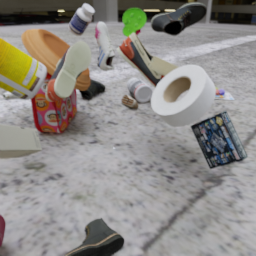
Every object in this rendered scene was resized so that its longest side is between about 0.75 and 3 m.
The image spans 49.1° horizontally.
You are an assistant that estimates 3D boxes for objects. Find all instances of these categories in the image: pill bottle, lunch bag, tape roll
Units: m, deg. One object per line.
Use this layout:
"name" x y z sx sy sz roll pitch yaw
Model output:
"pill bottle" 0.544 -1.976 14.368 0.940 0.940 1.622 -8 27 -16
"pill bottle" -1.574 -3.658 9.493 0.556 1.001 0.556 26 42 -26
"pill bottle" -3.495 -1.761 7.745 2.208 1.206 1.206 31 8 -35
"lunch bag" -2.939 -1.418 11.425 1.200 2.581 2.930 2 27 5
"tape roll" 1.128 -0.681 5.876 1.314 0.459 1.314 -28 41 28

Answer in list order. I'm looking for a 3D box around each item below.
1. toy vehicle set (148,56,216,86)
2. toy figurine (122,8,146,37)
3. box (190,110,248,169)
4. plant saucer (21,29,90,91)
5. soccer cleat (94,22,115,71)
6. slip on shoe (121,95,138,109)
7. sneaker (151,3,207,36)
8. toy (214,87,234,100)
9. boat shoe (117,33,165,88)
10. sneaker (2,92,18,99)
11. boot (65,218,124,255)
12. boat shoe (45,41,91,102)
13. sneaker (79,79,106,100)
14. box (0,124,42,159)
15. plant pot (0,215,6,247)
"toy vehicle set" 1.676 -1.445 8.077 1.644 0.351 2.646 29 15 13
"toy figurine" 0.195 -3.917 11.132 0.907 1.209 1.112 22 -6 4
"box" 1.825 0.265 5.704 0.235 1.023 0.813 -19 -7 -41
"plant saucer" -2.501 -2.630 10.415 2.984 0.558 2.984 40 18 -16
"soccer cleat" -0.724 -2.800 9.715 0.711 1.646 0.575 14 26 38
"slip on shoe" 0.089 -1.254 13.588 0.396 0.497 1.307 32 0 -32
"sneaker" 2.317 -4.357 11.487 2.519 0.942 1.338 -22 35 -7
"toy" 4.505 -1.861 14.691 1.888 0.446 1.087 1 27 1
"boat shoe" 0.740 -2.034 9.156 2.433 0.761 0.866 37 25 -26
"sneaker" -5.944 -1.640 14.361 1.094 0.403 0.632 4 27 28
"boot" -0.907 2.494 6.135 1.373 0.532 0.950 -3 19 -37
"boat shoe" -1.548 -1.485 7.280 0.608 0.692 1.943 -16 46 44
"sneaker" -1.928 -1.971 14.745 0.733 1.099 1.918 8 -1 29
"box" -2.367 0.292 5.475 0.633 0.527 1.540 -17 -8 7
"plant pot" -3.235 2.425 5.234 1.584 1.584 1.418 -4 43 -9
